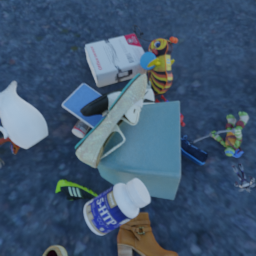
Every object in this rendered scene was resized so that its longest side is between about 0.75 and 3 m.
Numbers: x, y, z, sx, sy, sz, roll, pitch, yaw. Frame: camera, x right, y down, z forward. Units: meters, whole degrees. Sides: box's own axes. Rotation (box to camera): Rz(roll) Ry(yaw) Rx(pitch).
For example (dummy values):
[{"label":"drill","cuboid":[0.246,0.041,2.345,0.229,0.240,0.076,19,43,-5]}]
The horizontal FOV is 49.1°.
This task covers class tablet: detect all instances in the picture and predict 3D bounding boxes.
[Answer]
[{"label":"tablet","cuboid":[-1.148,-0.621,9.695,1.963,0.134,1.278,35,60,3]}]

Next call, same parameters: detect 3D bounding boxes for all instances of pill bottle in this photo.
[{"label":"pill bottle","cuboid":[-0.232,1.715,6.214,1.360,0.814,0.814,-35,64,15]},{"label":"pill bottle","cuboid":[-1.543,-0.105,9.678,0.462,0.462,0.834,23,64,12]}]

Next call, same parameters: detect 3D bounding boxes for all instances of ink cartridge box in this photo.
[{"label":"ink cartridge box","cuboid":[-0.464,-2.584,10.701,2.048,0.854,1.488,-17,66,-12]}]

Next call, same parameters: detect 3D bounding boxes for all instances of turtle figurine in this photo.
[{"label":"turtle figurine","cuboid":[3.266,0.060,9.232,1.559,1.122,1.511,27,61,10]}]

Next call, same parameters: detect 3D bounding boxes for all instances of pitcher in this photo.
[{"label":"pitcher","cuboid":[-3.417,-0.206,8.232,1.600,1.131,1.866,-39,98,-32]}]

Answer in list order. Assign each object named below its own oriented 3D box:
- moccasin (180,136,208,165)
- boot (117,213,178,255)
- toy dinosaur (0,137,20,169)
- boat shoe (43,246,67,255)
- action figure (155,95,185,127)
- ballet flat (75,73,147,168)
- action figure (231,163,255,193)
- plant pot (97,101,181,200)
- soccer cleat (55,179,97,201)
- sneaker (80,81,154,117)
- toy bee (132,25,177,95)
[{"label":"moccasin","cuboid":[1.924,0.634,9.180,1.472,0.592,0.502,37,77,5]},{"label":"boot","cuboid":[0.560,3.111,7.939,1.735,0.665,1.347,-1,57,7]},{"label":"toy dinosaur","cuboid":[-4.368,0.796,8.727,1.721,1.897,0.996,-31,79,19]},{"label":"boat shoe","cuboid":[-2.122,4.259,7.152,0.881,0.790,2.381,0,62,0]},{"label":"action figure","cuboid":[1.540,-0.563,9.998,0.448,0.354,1.371,-34,66,-12]},{"label":"ballet flat","cuboid":[-0.234,-0.128,7.243,0.860,0.930,2.759,41,96,8]},{"label":"action figure","cuboid":[2.892,1.284,7.089,0.493,0.263,0.757,-21,63,6]},{"label":"plant pot","cuboid":[0.284,0.694,8.293,2.318,2.270,2.276,2,62,5]},{"label":"soccer cleat","cuboid":[-1.565,2.017,8.606,1.363,0.460,0.552,19,84,9]},{"label":"sneaker","cuboid":[-0.156,-0.638,9.243,2.903,1.075,1.285,-21,92,-33]},{"label":"toy bee","cuboid":[1.106,-2.553,9.920,1.428,2.627,1.720,-15,23,34]}]
